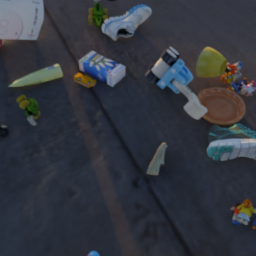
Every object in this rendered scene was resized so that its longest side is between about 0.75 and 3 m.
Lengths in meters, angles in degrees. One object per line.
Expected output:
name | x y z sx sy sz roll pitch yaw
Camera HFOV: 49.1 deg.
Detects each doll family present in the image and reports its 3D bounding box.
doll family | 3.523 2.419 7.800 1.221 0.550 0.758 21 56 15
doll family | 4.222 -1.779 10.994 0.988 0.717 1.592 -24 74 -25

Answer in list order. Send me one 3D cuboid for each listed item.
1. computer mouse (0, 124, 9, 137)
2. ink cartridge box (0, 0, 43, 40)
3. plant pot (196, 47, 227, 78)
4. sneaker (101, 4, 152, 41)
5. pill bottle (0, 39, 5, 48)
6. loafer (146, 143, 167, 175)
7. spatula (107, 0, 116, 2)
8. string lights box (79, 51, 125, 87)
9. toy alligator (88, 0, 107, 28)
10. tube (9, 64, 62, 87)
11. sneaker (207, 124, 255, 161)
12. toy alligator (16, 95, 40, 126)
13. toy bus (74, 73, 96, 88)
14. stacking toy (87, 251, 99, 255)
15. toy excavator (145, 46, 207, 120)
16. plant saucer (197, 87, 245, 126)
computer mouse | -4.877 0.628 9.244 1.131 0.452 2.062 14 48 4
ink cartridge box | -4.472 -5.048 11.423 0.847 2.969 2.413 47 35 16
plant pot | 3.268 -2.414 10.734 0.824 1.161 1.161 27 57 33
sneaker | 0.126 -4.795 13.096 2.598 0.974 1.126 -32 65 -12
pill bottle | -6.061 -3.470 11.878 1.109 1.109 1.942 2 53 2
loafer | 0.982 1.019 8.930 0.399 0.442 1.167 29 73 4
spatula | -1.155 -6.526 13.757 0.817 0.297 2.890 -16 40 -17
string lights box | -1.061 -2.431 11.463 1.727 0.509 0.887 29 56 20
toy alligator | -1.458 -5.601 13.785 0.891 0.646 2.688 -1 50 -3
tube | -3.685 -1.965 11.122 2.101 0.609 0.545 -21 65 -16
sneaker | 3.861 0.349 9.126 2.644 1.026 1.206 2 49 0
toy alligator | -3.314 -0.652 9.660 0.513 0.707 2.134 -43 39 -5
toy bus | -1.713 -1.868 11.135 0.904 0.354 0.294 26 52 19
stacking toy | -1.273 3.700 6.840 1.417 0.823 0.778 -26 56 -2
toy excavator | 1.925 -1.637 10.352 2.512 1.255 2.442 40 29 -2
plant saucer | 3.367 -0.765 10.334 1.783 0.334 1.783 0 52 0
